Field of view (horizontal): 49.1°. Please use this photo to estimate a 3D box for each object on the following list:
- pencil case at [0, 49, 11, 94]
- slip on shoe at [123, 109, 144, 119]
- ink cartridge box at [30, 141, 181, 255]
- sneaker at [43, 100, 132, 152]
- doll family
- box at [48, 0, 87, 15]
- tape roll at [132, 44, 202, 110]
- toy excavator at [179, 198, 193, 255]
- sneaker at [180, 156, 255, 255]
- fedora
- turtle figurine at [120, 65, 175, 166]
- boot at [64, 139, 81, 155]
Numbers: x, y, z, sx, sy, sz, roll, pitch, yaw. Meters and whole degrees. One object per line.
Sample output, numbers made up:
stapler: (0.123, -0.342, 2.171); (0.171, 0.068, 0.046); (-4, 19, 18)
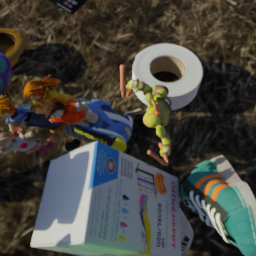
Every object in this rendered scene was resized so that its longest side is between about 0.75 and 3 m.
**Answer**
pencil case: (-4.088, -1.438, 6.298); (1.108, 2.604, 1.203); (-18, 78, 36)
slip on shoe: (0.145, -0.380, 9.017); (0.763, 0.290, 0.231); (-19, 55, -19)
ink cartridge box: (-0.300, 1.560, 5.366); (2.247, 1.625, 1.654); (28, 53, -36)
sneaker: (-1.209, -0.299, 8.563); (2.947, 1.090, 1.212); (25, 58, 8)
doll family: (-1.942, -0.308, 6.080); (2.588, 1.606, 1.166); (-26, 65, 27)
box: (-1.583, -3.294, 6.573); (1.217, 0.967, 0.280); (23, 67, -35)
tape roll: (1.278, -1.751, 9.481); (2.325, 0.813, 2.325); (0, 61, 0)
toy excavator: (1.218, 3.174, 6.573); (2.525, 1.297, 2.597); (34, 53, 15)
sneaker: (1.617, 1.416, 5.112); (1.148, 2.874, 1.026); (-22, 100, 9)
fedora: (-4.512, -2.675, 10.007); (2.038, 0.831, 2.038); (0, 55, 1)
turtle figurine: (0.544, -0.414, 5.494); (0.654, 1.639, 2.032); (-24, 102, 20)
boot: (-1.417, 0.633, 6.583); (0.272, 0.785, 0.683); (35, 106, 3)
